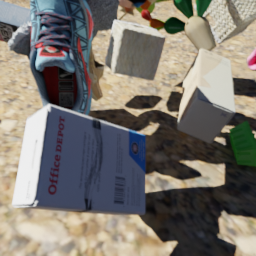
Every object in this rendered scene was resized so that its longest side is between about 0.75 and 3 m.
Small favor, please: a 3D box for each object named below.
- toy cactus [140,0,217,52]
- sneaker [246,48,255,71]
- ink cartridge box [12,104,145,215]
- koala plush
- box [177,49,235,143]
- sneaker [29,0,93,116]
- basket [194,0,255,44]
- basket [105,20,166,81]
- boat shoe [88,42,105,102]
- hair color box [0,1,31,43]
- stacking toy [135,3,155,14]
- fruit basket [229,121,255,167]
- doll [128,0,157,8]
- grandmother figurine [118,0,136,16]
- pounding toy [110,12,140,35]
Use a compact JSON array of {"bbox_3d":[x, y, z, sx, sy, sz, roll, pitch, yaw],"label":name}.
[{"bbox_3d":[1.650,-3.146,7.598,1.493,2.920,2.409,-27,89,-43],"label":"toy cactus"},{"bbox_3d":[2.414,-1.372,4.253,0.727,1.524,0.602,-19,69,-29],"label":"sneaker"},{"bbox_3d":[-0.629,0.587,4.225,1.829,0.770,1.322,19,64,-38],"label":"ink cartridge box"},{"bbox_3d":[-1.616,-2.402,6.806,2.273,2.194,2.474,22,76,41],"label":"koala plush"},{"bbox_3d":[1.822,-0.819,6.574,0.856,1.046,2.202,22,42,-3],"label":"box"},{"bbox_3d":[-1.144,-1.357,4.961,1.147,2.893,1.382,-8,11,-3],"label":"sneaker"},{"bbox_3d":[3.182,-3.679,8.590,1.507,1.212,1.494,-32,88,-28],"label":"basket"},{"bbox_3d":[0.114,-1.448,5.329,0.910,0.919,0.739,7,27,-17],"label":"basket"},{"bbox_3d":[-0.793,-1.320,6.333,0.548,1.584,0.584,-16,38,3],"label":"boat shoe"},{"bbox_3d":[-2.816,-2.760,7.860,2.137,1.058,0.648,13,73,-9],"label":"hair color box"},{"bbox_3d":[0.368,-5.133,9.784,1.909,0.891,2.109,17,71,-25],"label":"stacking toy"},{"bbox_3d":[3.300,0.426,7.257,1.210,0.873,1.210,-14,35,10],"label":"fruit basket"},{"bbox_3d":[0.029,-3.362,6.778,1.501,1.024,0.364,25,74,14],"label":"doll"},{"bbox_3d":[0.215,-4.064,7.341,0.607,2.004,1.215,41,30,26],"label":"grandmother figurine"},{"bbox_3d":[0.157,-2.958,8.623,1.032,1.036,1.805,51,36,7],"label":"pounding toy"}]
